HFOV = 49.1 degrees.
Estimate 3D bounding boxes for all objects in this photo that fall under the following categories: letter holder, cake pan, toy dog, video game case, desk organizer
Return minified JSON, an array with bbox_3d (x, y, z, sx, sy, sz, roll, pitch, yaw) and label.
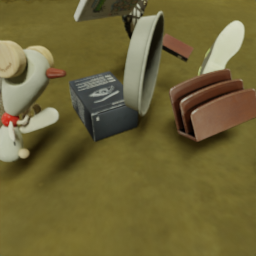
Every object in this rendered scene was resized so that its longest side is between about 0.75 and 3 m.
[{"bbox_3d":[2.425,-0.757,7.965,2.128,1.512,1.070,-21,17,-14],"label":"letter holder"},{"bbox_3d":[0.443,-1.689,7.534,0.504,2.749,2.749,13,42,11],"label":"cake pan"},{"bbox_3d":[-1.816,-0.437,5.322,1.180,2.451,1.616,20,41,14],"label":"toy dog"},{"bbox_3d":[-0.363,-4.235,8.822,2.228,2.448,0.290,-20,86,-28],"label":"video game case"},{"bbox_3d":[1.727,-2.879,10.092,1.161,0.416,0.447,30,86,5],"label":"desk organizer"}]

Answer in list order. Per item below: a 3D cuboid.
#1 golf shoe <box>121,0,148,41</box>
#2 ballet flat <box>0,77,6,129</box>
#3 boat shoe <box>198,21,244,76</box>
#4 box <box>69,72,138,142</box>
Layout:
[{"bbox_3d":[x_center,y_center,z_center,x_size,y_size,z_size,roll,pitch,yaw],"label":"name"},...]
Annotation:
[{"bbox_3d":[0.308,-4.586,10.998,1.277,2.703,1.051,-18,38,0],"label":"golf shoe"},{"bbox_3d":[-3.105,-0.374,6.813,0.644,2.779,0.936,20,0,-38],"label":"ballet flat"},{"bbox_3d":[2.990,-2.403,9.238,0.813,2.275,0.680,25,8,-12],"label":"boat shoe"},{"bbox_3d":[-0.930,-0.863,10.204,1.742,1.228,2.354,-18,44,-20],"label":"box"}]
